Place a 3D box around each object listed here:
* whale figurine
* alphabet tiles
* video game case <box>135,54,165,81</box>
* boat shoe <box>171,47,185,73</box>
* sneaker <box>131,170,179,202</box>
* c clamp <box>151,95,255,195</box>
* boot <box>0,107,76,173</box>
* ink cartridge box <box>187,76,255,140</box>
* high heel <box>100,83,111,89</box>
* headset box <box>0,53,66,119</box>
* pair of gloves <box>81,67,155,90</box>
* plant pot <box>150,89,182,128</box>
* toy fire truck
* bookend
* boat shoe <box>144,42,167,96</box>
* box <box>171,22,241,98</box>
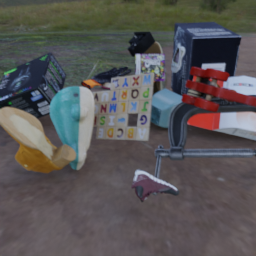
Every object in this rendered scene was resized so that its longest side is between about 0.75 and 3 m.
[{"bbox_3d":[-1.436,-0.041,6.997,1.086,1.665,2.092,5,65,-13],"label":"whale figurine"},{"bbox_3d":[-0.252,-0.518,7.275,1.997,1.669,0.075,0,-9,37],"label":"alphabet tiles"},{"bbox_3d":[0.667,-1.831,8.540,0.909,0.824,0.163,-3,16,-10],"label":"video game case"},{"bbox_3d":[1.608,-2.255,9.282,0.284,0.885,0.326,-9,40,-40],"label":"boat shoe"},{"bbox_3d":[0.457,1.176,5.143,0.895,0.517,0.338,26,-17,1],"label":"sneaker"},{"bbox_3d":[1.926,0.275,6.084,2.817,0.381,2.406,-7,54,16],"label":"c clamp"},{"bbox_3d":[-2.168,0.415,6.000,1.340,1.871,0.658,-25,38,39],"label":"boot"},{"bbox_3d":[3.167,-0.787,8.643,2.419,0.606,1.962,14,64,2],"label":"ink cartridge box"},{"bbox_3d":[-0.825,-2.064,13.402,0.706,0.496,1.473,-5,17,-36],"label":"high heel"},{"bbox_3d":[-3.248,-1.299,9.309,1.957,1.043,2.248,-18,41,15],"label":"headset box"},{"bbox_3d":[-0.237,-1.557,9.705,2.291,0.283,2.041,25,43,37],"label":"pair of gloves"},{"bbox_3d":[1.160,-0.563,9.241,1.039,1.017,1.020,-22,41,-38],"label":"plant pot"},{"bbox_3d":[1.829,-0.723,5.733,1.148,0.767,1.368,12,11,-19],"label":"toy fire truck"},{"bbox_3d":[0.261,-2.627,8.879,0.841,0.390,0.846,-47,35,-13],"label":"bookend"},{"bbox_3d":[0.997,-1.857,10.381,0.934,2.590,0.841,1,18,24],"label":"boat shoe"},{"bbox_3d":[2.757,-2.342,10.722,1.691,2.832,2.879,-2,29,-2],"label":"box"}]
